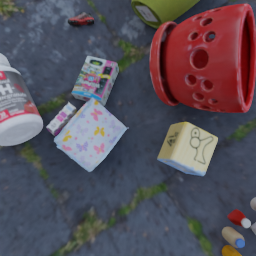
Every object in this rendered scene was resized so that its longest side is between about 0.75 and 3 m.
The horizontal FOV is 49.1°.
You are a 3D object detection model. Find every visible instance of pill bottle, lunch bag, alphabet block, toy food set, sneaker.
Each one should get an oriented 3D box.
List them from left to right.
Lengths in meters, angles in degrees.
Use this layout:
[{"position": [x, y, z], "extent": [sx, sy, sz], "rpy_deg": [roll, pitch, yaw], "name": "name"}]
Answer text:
[{"position": [-3.231, -0.786, 7.305], "extent": [1.262, 1.262, 2.280], "rpy_deg": [-27, 74, -8], "name": "pill bottle"}, {"position": [-1.463, -3.365, 8.642], "extent": [0.813, 0.287, 0.397], "rpy_deg": [-7, 73, -5], "name": "sneaker"}, {"position": [-0.986, 0.186, 7.046], "extent": [1.222, 0.916, 1.441], "rpy_deg": [40, 71, -13], "name": "lunch bag"}, {"position": [1.421, 0.514, 6.811], "extent": [0.959, 0.964, 0.982], "rpy_deg": [27, 79, -12], "name": "alphabet block"}, {"position": [2.846, 2.291, 6.369], "extent": [1.804, 0.812, 0.861], "rpy_deg": [-36, 88, -2], "name": "toy food set"}]

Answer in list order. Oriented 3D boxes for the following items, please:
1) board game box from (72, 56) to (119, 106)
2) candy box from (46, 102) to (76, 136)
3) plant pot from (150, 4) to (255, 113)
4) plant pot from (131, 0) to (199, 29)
[{"position": [-0.904, -1.322, 7.857], "extent": [0.904, 0.394, 1.225], "rpy_deg": [16, 75, 13], "name": "board game box"}, {"position": [-1.758, -0.219, 7.459], "extent": [0.268, 0.600, 0.879], "rpy_deg": [39, 77, -2], "name": "candy box"}, {"position": [1.814, -1.554, 6.799], "extent": [2.177, 2.391, 2.391], "rpy_deg": [1, 70, 30], "name": "plant pot"}, {"position": [1.252, -4.203, 8.103], "extent": [2.267, 2.267, 2.423], "rpy_deg": [36, 89, 11], "name": "plant pot"}]
